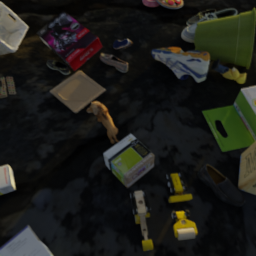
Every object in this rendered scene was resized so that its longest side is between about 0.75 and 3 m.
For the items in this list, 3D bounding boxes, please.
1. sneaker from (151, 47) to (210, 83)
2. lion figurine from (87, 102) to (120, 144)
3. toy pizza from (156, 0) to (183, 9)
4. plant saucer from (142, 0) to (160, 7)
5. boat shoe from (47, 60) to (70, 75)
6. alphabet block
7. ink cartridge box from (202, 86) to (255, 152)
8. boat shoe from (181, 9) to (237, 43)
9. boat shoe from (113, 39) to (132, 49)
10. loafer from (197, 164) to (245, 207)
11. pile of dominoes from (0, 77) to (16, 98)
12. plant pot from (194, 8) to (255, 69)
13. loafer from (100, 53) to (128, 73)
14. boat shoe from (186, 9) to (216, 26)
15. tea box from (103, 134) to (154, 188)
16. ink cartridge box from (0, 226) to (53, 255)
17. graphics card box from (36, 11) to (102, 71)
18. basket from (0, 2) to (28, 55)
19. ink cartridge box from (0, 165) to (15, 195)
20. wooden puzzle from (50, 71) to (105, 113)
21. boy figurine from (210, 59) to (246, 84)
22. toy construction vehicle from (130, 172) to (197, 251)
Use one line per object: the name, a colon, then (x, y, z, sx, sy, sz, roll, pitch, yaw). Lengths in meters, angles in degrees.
sneaker: (1.887, -2.447, 10.864, 0.996, 1.166, 2.645, -22, 33, -32)
lion figurine: (-0.675, -0.145, 9.028, 0.569, 0.961, 1.569, -39, 84, -8)
toy pizza: (2.042, -6.392, 13.853, 1.470, 0.233, 1.470, 7, 54, -9)
plant saucer: (1.189, -6.427, 14.038, 0.942, 0.239, 0.942, 0, 55, 0)
boat shoe: (-2.829, -2.532, 11.287, 1.140, 0.343, 0.406, 27, 60, 17)
alphabet block: (4.097, 1.170, 8.034, 1.300, 1.331, 1.307, 17, 57, 2)
ink cartridge box: (4.069, -0.364, 9.428, 2.479, 0.939, 1.832, -12, 58, -8)
boat shoe: (3.578, -4.596, 12.273, 2.776, 0.988, 0.968, -23, 62, -17)
boat shoe: (-0.231, -3.490, 11.820, 0.365, 0.364, 1.009, 3, 5, -42)
loafer: (2.742, 1.674, 8.187, 1.558, 0.563, 0.567, 37, 62, 20)
pile of dominoes: (-4.819, -1.612, 10.760, 0.843, 0.172, 1.081, -17, 58, -11)
plant pot: (3.733, -3.472, 11.045, 2.116, 2.228, 2.228, 5, 55, 17)
loafer: (-0.551, -2.726, 11.308, 1.335, 0.420, 0.480, 33, 49, 14)
boat shoe: (3.403, -5.127, 13.003, 1.504, 0.449, 0.537, -22, 63, -14)
tea box: (0.033, 1.003, 8.584, 1.125, 0.751, 1.106, -35, 59, -21)
ink cartridge box: (-2.643, 4.032, 6.678, 2.305, 0.548, 2.332, -38, 62, -22)
graphics card box: (-2.461, -3.647, 11.626, 1.583, 0.642, 2.523, -43, 63, -6)
basket: (-5.171, -3.931, 11.360, 1.168, 1.439, 1.452, -4, 59, 38)
ink cartridge box: (-3.969, 1.642, 8.361, 1.010, 0.421, 0.733, -17, 57, -12)
wooden puzzle: (-1.889, -1.354, 10.523, 1.620, 0.302, 1.499, 36, 63, 25)
boy figurine: (3.926, -2.133, 10.735, 1.420, 0.883, 0.457, 22, 86, -7)
toy construction vehicle: (0.979, 2.302, 7.816, 1.709, 0.691, 1.963, -8, 47, -6)
